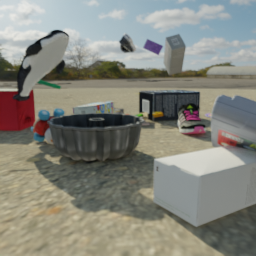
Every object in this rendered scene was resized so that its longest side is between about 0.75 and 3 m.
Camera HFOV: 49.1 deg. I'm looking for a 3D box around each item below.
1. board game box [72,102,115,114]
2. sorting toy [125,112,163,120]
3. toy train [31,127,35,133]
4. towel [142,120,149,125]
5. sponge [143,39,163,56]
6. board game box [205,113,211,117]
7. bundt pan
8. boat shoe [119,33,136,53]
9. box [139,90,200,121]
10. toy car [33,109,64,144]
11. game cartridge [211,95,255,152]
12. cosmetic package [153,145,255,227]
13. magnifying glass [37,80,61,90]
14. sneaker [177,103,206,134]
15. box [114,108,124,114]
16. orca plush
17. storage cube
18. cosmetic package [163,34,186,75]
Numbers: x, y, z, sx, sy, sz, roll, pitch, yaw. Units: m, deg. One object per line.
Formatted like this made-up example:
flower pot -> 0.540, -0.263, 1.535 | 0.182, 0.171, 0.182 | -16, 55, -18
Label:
board game box -> -1.462, -0.560, 12.581 | 1.055, 1.037, 2.012 | -2, 9, 22
sorting toy -> 0.523, -0.586, 13.721 | 2.311, 0.309, 1.722 | -11, 9, 6
toy train -> -3.047, 0.075, 11.249 | 1.485, 0.413, 1.115 | -3, 12, 0
towel -> 0.463, -0.263, 13.609 | 0.943, 0.152, 0.901 | -2, 11, -16
sponge -> 1.102, -3.582, 12.430 | 0.808, 0.451, 0.121 | 28, 13, 13
board game box -> 5.945, -0.936, 16.023 | 2.952, 0.575, 2.333 | 9, 14, 38
bundt pan -> -0.925, 0.251, 8.435 | 2.855, 1.072, 2.855 | -1, 10, 0
boat shoe -> -0.073, -3.186, 10.957 | 0.559, 0.529, 1.560 | 45, 5, 3
box -> 2.232, -1.294, 15.441 | 2.775, 1.485, 2.059 | -4, 11, -19
toy car -> -2.549, 0.158, 9.747 | 1.113, 1.160, 1.259 | -11, 44, -44
game cartridge -> 2.734, 0.286, 5.790 | 1.973, 0.606, 2.964 | 19, -9, 22
cosmetic package -> 1.619, 0.941, 5.213 | 2.113, 0.896, 1.137 | -7, 13, -32
magnifying glass -> -3.489, -1.812, 11.089 | 1.721, 0.193, 0.685 | 18, 6, 8
sneaker -> 2.605, -0.441, 11.804 | 0.978, 1.160, 2.651 | 0, 11, 1
box -> -1.390, -0.804, 15.585 | 1.523, 0.465, 1.924 | 7, 13, 34
orca plush -> -3.140, -2.288, 9.799 | 1.524, 2.896, 1.030 | 2, 39, -44
storage cube -> -5.301, -0.861, 12.587 | 1.908, 1.715, 1.631 | 1, 11, 8
cosmetic package -> 2.101, -3.325, 12.859 | 0.749, 0.887, 1.661 | -17, -29, -3
